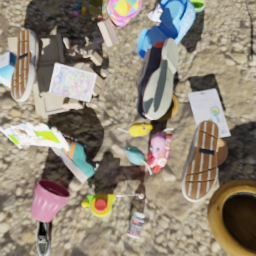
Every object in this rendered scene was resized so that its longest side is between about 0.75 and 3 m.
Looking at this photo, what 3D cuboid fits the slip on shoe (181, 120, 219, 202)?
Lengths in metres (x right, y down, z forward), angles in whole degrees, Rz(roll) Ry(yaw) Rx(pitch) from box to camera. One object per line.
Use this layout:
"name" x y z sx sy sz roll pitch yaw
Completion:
"slip on shoe" 2.176 1.013 8.532 0.968 0.771 2.547 13 68 2

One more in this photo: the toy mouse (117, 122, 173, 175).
"toy mouse" 0.382 0.445 6.532 1.452 0.281 1.291 -13 72 23

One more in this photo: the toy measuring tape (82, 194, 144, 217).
"toy measuring tape" -0.548 2.805 10.143 2.248 0.827 0.827 -2 75 -3

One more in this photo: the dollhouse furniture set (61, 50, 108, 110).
"dollhouse furniture set" -1.766 -1.733 11.258 1.061 1.242 2.397 -2 64 33

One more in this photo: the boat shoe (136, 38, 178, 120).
"boat shoe" 0.718 -1.415 8.114 0.933 1.062 2.984 -8 50 35

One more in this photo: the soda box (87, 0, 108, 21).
"soda box" -0.817 -6.019 12.507 0.822 0.777 2.426 29 76 6

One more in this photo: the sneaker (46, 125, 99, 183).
"sneaker" -2.221 0.758 10.648 1.080 0.965 2.703 -41 82 -17

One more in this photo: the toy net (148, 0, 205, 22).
"toy net" 2.087 -5.500 12.522 2.506 0.484 1.314 -13 75 -3

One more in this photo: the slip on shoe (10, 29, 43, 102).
"slip on shoe" -2.747 -1.692 7.779 0.784 0.624 2.061 -10 74 27

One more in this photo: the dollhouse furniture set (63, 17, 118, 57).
"dollhouse furniture set" -1.190 -2.966 9.116 1.694 0.750 0.878 -7 31 29

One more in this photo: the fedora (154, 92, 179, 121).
"fedora" 1.326 -0.857 11.210 1.433 0.584 1.433 -2 77 7

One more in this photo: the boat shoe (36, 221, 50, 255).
"boat shoe" -3.076 3.935 9.994 0.462 0.416 1.306 -7 75 -2

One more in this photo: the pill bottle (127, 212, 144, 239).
"pill bottle" 0.290 3.490 10.080 0.485 0.485 0.838 16 76 4

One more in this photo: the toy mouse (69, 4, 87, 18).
"toy mouse" -2.294 -5.348 12.637 0.814 0.177 0.916 19 76 5

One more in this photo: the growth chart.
"growth chart" -2.678 0.260 8.020 2.045 1.480 0.181 2 60 19

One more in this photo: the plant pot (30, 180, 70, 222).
"plant pot" -2.880 2.642 10.000 1.272 1.272 1.139 28 91 7

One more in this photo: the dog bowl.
"dog bowl" 1.302 -3.369 9.623 2.492 0.618 1.389 -53 46 26

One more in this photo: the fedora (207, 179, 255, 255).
"fedora" 4.147 3.270 9.664 2.910 1.187 2.910 -5 60 9

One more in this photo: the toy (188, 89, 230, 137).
"toy" 3.157 -0.480 11.154 1.162 0.476 2.018 -10 69 -4

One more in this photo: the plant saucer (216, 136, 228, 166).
"plant saucer" 3.243 0.847 10.942 1.332 0.215 1.332 0 75 0

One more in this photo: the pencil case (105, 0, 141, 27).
"pencil case" -0.212 -3.720 8.658 0.989 2.238 0.989 -2 106 -8

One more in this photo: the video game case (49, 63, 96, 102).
"video game case" -1.517 -1.232 7.700 1.129 0.102 0.808 13 104 -15

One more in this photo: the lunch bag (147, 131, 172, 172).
"lunch bag" 1.109 0.926 10.220 0.649 1.584 1.395 15 75 -1

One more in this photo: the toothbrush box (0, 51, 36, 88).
"toothbrush box" -3.839 -1.841 9.349 0.936 1.278 0.545 -17 63 20

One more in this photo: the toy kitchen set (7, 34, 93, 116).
"toy kitchen set" -3.117 -2.298 11.502 2.333 2.580 2.860 -16 112 -38
